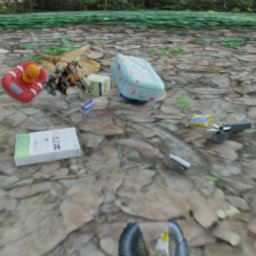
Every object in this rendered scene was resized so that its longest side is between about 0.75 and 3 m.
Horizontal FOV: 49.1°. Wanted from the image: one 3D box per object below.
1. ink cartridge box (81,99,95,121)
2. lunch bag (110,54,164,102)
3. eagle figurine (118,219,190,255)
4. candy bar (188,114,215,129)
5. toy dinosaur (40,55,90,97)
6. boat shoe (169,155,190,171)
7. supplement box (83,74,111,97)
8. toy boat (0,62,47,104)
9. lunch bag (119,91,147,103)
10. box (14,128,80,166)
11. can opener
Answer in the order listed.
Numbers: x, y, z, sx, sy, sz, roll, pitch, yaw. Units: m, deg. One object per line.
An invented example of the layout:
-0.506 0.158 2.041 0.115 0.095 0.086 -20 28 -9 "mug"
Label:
-1.622 -0.729 11.355 0.190 0.905 0.540 35 48 17 "ink cartridge box"
0.353 -1.916 10.490 1.702 0.818 2.123 6 42 -28 "lunch bag"
0.580 2.582 5.483 1.400 1.393 1.845 44 -1 -1 "eagle figurine"
2.645 -0.241 10.180 0.242 0.545 2.185 26 1 -6 "candy bar"
-2.354 -1.946 10.276 1.101 1.463 2.155 9 32 -52 "toy dinosaur"
1.555 1.095 8.717 0.281 0.277 0.780 15 11 -40 "boat shoe"
-1.607 -2.197 14.258 1.090 0.732 1.089 12 31 21 "supplement box"
-3.608 -1.812 10.132 1.226 1.228 1.879 42 35 -16 "toy boat"
0.466 -1.761 13.125 1.679 1.111 1.141 9 14 18 "lunch bag"
-2.759 0.597 9.607 2.064 0.375 1.490 -7 30 -14 "box"
3.749 0.101 10.397 1.967 0.654 0.518 -11 3 -27 "can opener"
